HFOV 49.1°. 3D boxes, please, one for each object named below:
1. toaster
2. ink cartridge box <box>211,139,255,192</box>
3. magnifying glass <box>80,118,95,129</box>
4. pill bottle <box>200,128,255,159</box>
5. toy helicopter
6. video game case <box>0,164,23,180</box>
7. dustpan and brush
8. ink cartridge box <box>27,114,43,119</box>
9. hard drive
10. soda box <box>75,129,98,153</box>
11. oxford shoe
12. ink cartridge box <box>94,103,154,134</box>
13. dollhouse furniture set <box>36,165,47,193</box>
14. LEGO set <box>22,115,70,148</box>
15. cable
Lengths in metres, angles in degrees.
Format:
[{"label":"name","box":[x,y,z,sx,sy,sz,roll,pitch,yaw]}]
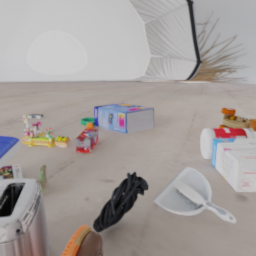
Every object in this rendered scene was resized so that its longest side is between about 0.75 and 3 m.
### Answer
[{"label":"toaster","box":[-1.696,1.527,3.693,1.146,1.303,2.017,-3,14,-8]},{"label":"ink cartridge box","box":[3.158,0.964,7.106,1.386,0.817,2.407,0,13,-1]},{"label":"magnifying glass","box":[-1.810,-0.195,13.273,0.959,0.270,2.408,-1,14,-7]},{"label":"pill bottle","box":[3.230,0.493,8.769,1.739,0.976,0.976,0,13,-1]},{"label":"toy helicopter","box":[5.264,-0.220,11.942,2.512,0.991,1.661,-1,15,-17]},{"label":"video game case","box":[-3.364,1.318,6.818,1.522,0.272,1.379,-6,14,-23]},{"label":"dustpan and brush","box":[1.384,1.424,5.511,1.120,0.459,1.605,-41,51,-21]},{"label":"ink cartridge box","box":[-5.158,-0.629,15.277,0.914,0.179,0.455,1,14,7]},{"label":"hard drive","box":[-3.789,1.016,5.783,1.816,0.349,2.753,4,33,15]},{"label":"soda box","box":[-1.456,0.439,10.052,0.539,0.488,1.539,2,13,4]},{"label":"oxford shoe","box":[-0.333,2.049,2.637,1.029,1.007,2.823,11,20,-6]},{"label":"ink cartridge box","box":[-0.358,-0.528,13.109,1.821,1.019,2.669,-12,16,-42]},{"label":"dollhouse furniture set","box":[-2.186,1.272,6.527,0.390,0.505,1.010,-1,14,-4]},{"label":"LEGO set","box":[-3.328,0.070,10.535,1.214,0.982,2.639,-12,18,-42]},{"label":"cable","box":[-0.173,1.266,4.744,0.367,1.177,1.443,44,-1,17]}]
